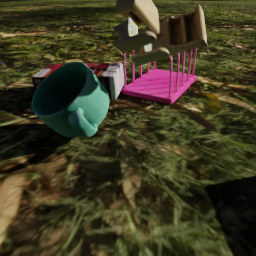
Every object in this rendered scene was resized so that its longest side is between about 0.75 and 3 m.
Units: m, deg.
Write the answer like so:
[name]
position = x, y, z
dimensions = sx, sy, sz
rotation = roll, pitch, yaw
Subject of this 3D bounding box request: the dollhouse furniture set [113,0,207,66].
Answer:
[dollhouse furniture set]
position = 0.870, -2.848, 7.106
dimensions = 1.628, 2.298, 2.501
rotation = -10, -16, 26

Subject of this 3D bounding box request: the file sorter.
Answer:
[file sorter]
position = 1.289, -2.402, 10.660
dimensions = 1.969, 1.777, 2.834
rotation = 15, 33, 25

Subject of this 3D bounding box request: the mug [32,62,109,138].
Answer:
[mug]
position = -1.472, -0.510, 7.548
dimensions = 1.830, 1.377, 2.227
rotation = -11, 52, 25

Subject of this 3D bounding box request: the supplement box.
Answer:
[supplement box]
position = -1.742, -1.725, 10.211
dimensions = 2.938, 0.895, 1.599
rotation = 1, 30, 10
